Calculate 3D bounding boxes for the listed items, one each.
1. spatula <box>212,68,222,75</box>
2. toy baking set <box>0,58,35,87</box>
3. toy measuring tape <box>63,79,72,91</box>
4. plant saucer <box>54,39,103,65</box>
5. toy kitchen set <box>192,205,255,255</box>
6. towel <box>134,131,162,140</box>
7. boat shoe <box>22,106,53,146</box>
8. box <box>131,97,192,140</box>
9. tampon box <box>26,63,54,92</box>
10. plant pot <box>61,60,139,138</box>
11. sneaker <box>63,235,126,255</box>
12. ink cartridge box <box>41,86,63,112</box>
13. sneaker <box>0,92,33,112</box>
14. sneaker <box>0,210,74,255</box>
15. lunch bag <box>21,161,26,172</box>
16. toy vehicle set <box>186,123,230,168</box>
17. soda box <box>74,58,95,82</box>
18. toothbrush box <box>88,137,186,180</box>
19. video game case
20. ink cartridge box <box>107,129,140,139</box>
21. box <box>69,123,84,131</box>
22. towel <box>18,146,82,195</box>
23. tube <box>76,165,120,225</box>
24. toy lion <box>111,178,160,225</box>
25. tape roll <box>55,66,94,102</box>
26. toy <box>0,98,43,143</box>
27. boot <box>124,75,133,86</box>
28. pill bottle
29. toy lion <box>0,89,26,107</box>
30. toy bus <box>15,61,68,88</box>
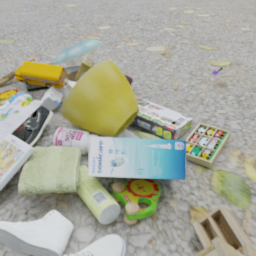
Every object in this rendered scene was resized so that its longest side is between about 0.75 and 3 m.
[{"bbox_3d":[5.158,-3.271,16.087,0.309,0.112,1.092,26,43,32],"label":"spatula"},{"bbox_3d":[-5.815,-2.624,14.030,2.621,0.305,2.012,-44,22,-31],"label":"toy baking set"},{"bbox_3d":[-1.475,-1.168,10.985,2.304,0.848,0.848,44,41,-7],"label":"toy measuring tape"},{"bbox_3d":[-2.623,-3.981,14.282,2.760,0.531,2.760,-21,19,8],"label":"plant saucer"},{"bbox_3d":[1.417,2.787,6.016,2.005,2.457,2.217,-41,35,14],"label":"toy kitchen set"},{"bbox_3d":[0.842,0.415,10.267,1.200,0.219,0.890,13,11,-45],"label":"towel"},{"bbox_3d":[-3.636,0.001,10.555,0.802,0.755,2.234,-26,33,34],"label":"boat shoe"},{"bbox_3d":[0.998,-0.434,11.531,2.851,0.495,1.569,25,36,31],"label":"box"},{"bbox_3d":[-4.494,-2.618,14.423,1.517,0.958,1.137,-10,36,-14],"label":"tampon box"},{"bbox_3d":[-0.757,-0.789,10.285,1.961,2.762,2.762,41,46,8],"label":"plant pot"},{"bbox_3d":[-1.132,3.190,6.155,2.715,0.961,0.992,-29,44,-34],"label":"sneaker"},{"bbox_3d":[-3.394,-1.285,12.449,0.607,0.618,0.840,-32,32,27],"label":"ink cartridge box"},{"bbox_3d":[-4.787,-0.546,11.712,1.124,0.972,2.594,28,44,11],"label":"sneaker"},{"bbox_3d":[-2.407,2.615,7.286,1.939,0.714,1.120,17,36,7],"label":"sneaker"},{"bbox_3d":[-2.862,1.249,9.373,1.220,0.500,1.074,18,34,24],"label":"lunch bag"},{"bbox_3d":[2.801,0.580,10.267,1.249,0.267,2.011,18,41,30],"label":"toy vehicle set"},{"bbox_3d":[-2.206,-2.452,13.456,0.553,1.728,0.585,25,38,-11],"label":"soda box"},{"bbox_3d":[0.230,0.898,8.358,2.641,1.126,1.933,3,-6,-2],"label":"toothbrush box"},{"bbox_3d":[-3.947,1.135,8.668,1.722,0.217,1.892,18,64,44],"label":"video game case"},{"bbox_3d":[-0.140,0.613,10.387,1.355,0.297,1.367,-28,42,-35],"label":"ink cartridge box"},{"bbox_3d":[-2.013,-0.069,11.245,0.534,0.445,1.300,3,36,4],"label":"box"},{"bbox_3d":[-2.287,1.176,8.428,1.766,0.434,2.380,-2,25,-7],"label":"towel"},{"bbox_3d":[-1.178,1.799,8.401,0.686,0.767,2.642,-44,42,-9],"label":"tube"},{"bbox_3d":[0.346,2.003,8.279,1.467,0.525,1.530,-8,30,-24],"label":"toy lion"},{"bbox_3d":[-2.334,-2.163,13.803,2.623,0.917,2.623,0,35,0],"label":"tape roll"},{"bbox_3d":[-4.358,-0.231,10.594,1.374,0.563,2.386,9,48,24],"label":"toy"},{"bbox_3d":[-1.126,-1.774,12.916,2.484,0.899,2.066,14,54,0],"label":"boot"},{"bbox_3d":[-1.846,0.489,10.091,1.472,0.834,0.834,9,36,11],"label":"pill bottle"},{"bbox_3d":[-5.634,-1.339,13.072,1.567,0.561,1.635,10,36,26],"label":"toy lion"},{"bbox_3d":[-3.972,-2.403,12.617,2.400,0.940,0.781,11,72,12],"label":"toy bus"}]
